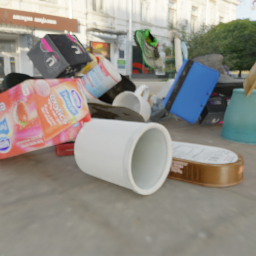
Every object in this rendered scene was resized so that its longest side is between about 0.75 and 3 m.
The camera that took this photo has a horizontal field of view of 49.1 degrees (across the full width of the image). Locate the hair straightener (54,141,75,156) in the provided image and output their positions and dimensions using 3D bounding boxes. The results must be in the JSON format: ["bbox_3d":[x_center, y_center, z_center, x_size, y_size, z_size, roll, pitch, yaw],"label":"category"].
[{"bbox_3d":[-1.073,0.420,7.550,1.788,0.366,0.688,-9,13,-15],"label":"hair straightener"}]

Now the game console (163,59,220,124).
[{"bbox_3d":[2.071,-1.281,9.540,1.096,1.852,1.581,25,15,-2],"label":"game console"}]

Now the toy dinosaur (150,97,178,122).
[{"bbox_3d":[1.496,-0.911,12.577,2.306,0.888,1.179,-2,29,39],"label":"toy dinosaur"}]

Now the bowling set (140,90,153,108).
[{"bbox_3d":[0.398,-1.715,16.155,1.365,1.053,1.961,-9,14,-37],"label":"bowling set"}]

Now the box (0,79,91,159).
[{"bbox_3d":[-2.253,-0.113,6.255,2.682,1.270,1.376,-14,2,36],"label":"box"}]

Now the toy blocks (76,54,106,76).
[{"bbox_3d":[-1.757,-2.146,12.399,0.977,2.242,2.689,23,17,20],"label":"toy blocks"}]

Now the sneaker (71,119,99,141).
[{"bbox_3d":[-1.534,0.093,8.324,1.073,0.701,1.866,-2,1,28],"label":"sneaker"}]

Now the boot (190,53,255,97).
[{"bbox_3d":[3.293,-1.976,9.941,2.386,1.571,0.833,4,-20,19],"label":"boot"}]

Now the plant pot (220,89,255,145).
[{"bbox_3d":[3.827,-0.426,8.784,1.661,1.561,1.661,0,12,0],"label":"plant pot"}]

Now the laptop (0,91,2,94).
[{"bbox_3d":[-4.623,-0.950,11.416,2.445,1.514,2.612,-3,12,-16],"label":"laptop"}]

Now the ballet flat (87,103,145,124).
[{"bbox_3d":[-0.549,-0.450,9.797,2.475,0.834,0.574,11,20,19],"label":"ballet flat"}]

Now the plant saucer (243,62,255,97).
[{"bbox_3d":[3.457,-1.562,7.299,0.283,1.598,1.598,36,25,19],"label":"plant saucer"}]

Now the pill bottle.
[{"bbox_3d":[-1.094,-1.492,9.416,1.582,0.860,0.860,-36,4,14],"label":"pill bottle"}]

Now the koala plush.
[{"bbox_3d":[1.244,-0.800,11.332,0.937,1.020,0.905,-28,-40,31],"label":"koala plush"}]

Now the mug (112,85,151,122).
[{"bbox_3d":[0.324,-0.846,10.545,1.199,1.623,1.423,29,9,23],"label":"mug"}]

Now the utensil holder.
[{"bbox_3d":[-0.122,0.462,5.335,1.480,1.258,1.258,9,15,40],"label":"utensil holder"}]

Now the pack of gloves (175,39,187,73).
[{"bbox_3d":[2.417,-2.067,11.412,0.584,2.958,2.485,-1,14,19],"label":"pack of gloves"}]

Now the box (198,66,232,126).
[{"bbox_3d":[3.323,-1.258,10.929,1.277,2.090,1.108,-3,-25,-6],"label":"box"}]

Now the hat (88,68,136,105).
[{"bbox_3d":[-0.717,-1.380,10.530,2.001,0.807,2.001,10,-26,5],"label":"hat"}]

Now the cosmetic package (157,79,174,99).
[{"bbox_3d":[2.025,-1.726,13.868,0.538,0.748,1.326,-5,-24,-25],"label":"cosmetic package"}]

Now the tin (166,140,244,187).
[{"bbox_3d":[1.191,0.688,6.164,2.557,0.535,1.432,7,10,31],"label":"tin"}]

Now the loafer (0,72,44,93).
[{"bbox_3d":[-3.169,-1.302,9.909,2.591,0.943,0.937,15,-17,-39],"label":"loafer"}]

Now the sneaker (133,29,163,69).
[{"bbox_3d":[0.692,-2.344,8.433,0.587,1.377,0.537,8,55,49],"label":"sneaker"}]

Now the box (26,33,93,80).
[{"bbox_3d":[-2.248,-2.417,9.564,1.056,1.217,1.991,-34,6,24],"label":"box"}]
